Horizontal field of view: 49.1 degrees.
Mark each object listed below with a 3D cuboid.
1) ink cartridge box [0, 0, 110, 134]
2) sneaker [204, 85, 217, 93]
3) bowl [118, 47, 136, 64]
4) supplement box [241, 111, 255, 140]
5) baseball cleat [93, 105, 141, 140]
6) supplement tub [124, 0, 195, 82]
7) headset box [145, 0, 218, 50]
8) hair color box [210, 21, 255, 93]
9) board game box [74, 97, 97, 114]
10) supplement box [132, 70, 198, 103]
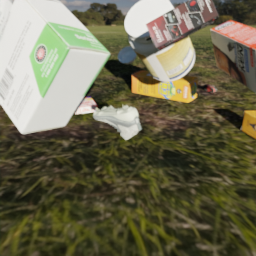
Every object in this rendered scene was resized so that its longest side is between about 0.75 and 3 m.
[{"bbox_3d":[-2.021,-1.623,5.608,2.809,2.050,1.181,49,31,17],"label":"ink cartridge box"},{"bbox_3d":[4.034,-1.920,13.668,0.403,0.292,0.826,-10,27,-20],"label":"sneaker"},{"bbox_3d":[0.012,-3.370,13.317,0.927,0.927,0.417,12,-15,26],"label":"bowl"},{"bbox_3d":[4.322,0.148,8.274,0.748,0.724,2.176,-7,25,-16],"label":"supplement box"},{"bbox_3d":[-0.238,-0.087,5.296,0.439,0.671,1.260,-29,18,-29],"label":"baseball cleat"},{"bbox_3d":[1.098,-2.897,9.425,1.822,1.822,2.524,15,-14,31],"label":"supplement tub"},{"bbox_3d":[1.267,-2.622,7.156,1.774,0.665,1.319,-24,8,16],"label":"headset box"},{"bbox_3d":[3.284,-2.053,7.912,0.775,1.344,2.423,-22,32,2],"label":"hair color box"},{"bbox_3d":[-1.813,-0.904,11.289,0.918,0.281,1.211,-8,24,-18],"label":"board game box"},{"bbox_3d":[1.626,-1.945,12.854,2.944,0.979,1.013,13,27,29],"label":"supplement box"}]
